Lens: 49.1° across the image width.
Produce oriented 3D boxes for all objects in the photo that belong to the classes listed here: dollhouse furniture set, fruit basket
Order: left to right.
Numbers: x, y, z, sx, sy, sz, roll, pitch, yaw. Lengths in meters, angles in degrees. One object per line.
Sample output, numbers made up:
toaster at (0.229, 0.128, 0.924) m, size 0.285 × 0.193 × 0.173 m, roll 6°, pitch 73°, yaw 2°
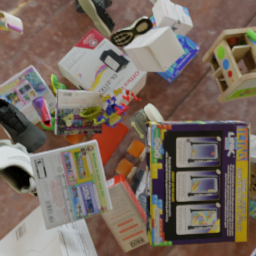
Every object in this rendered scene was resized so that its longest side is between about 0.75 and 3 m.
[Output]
fruit basket at (-2.642, -0.277, 10.341) m, size 0.959 × 0.959 × 0.691 m, roll -27°, pitch 79°, yaw -6°
dollhouse furniture set at (-1.121, 0.960, 9.764) m, size 2.931 × 1.510 × 2.899 m, roll 32°, pitch 80°, yaw 6°

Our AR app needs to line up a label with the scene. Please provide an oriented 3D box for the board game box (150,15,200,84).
board game box at (1.383, -3.171, 11.148) m, size 2.337 × 0.526 × 1.777 m, roll 40°, pitch 81°, yaw 8°

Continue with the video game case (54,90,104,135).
video game case at (-1.441, -0.455, 8.360) m, size 1.447 × 0.259 × 1.311 m, roll -2°, pitch 101°, yaw -30°

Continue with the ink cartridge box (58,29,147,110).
ink cartridge box at (-0.912, -2.046, 10.600) m, size 2.712 × 1.123 × 1.976 m, roll 40°, pitch 81°, yaw 8°

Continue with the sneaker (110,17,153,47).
sneaker at (0.090, -2.474, 7.213) m, size 1.183 × 0.524 × 0.455 m, roll -20°, pitch 118°, yaw 18°

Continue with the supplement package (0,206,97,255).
supplement package at (-2.140, 3.252, 7.113) m, size 2.237 × 1.240 × 1.742 m, roll -42°, pitch 50°, yaw 11°

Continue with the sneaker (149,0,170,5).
sneaker at (1.087, -4.436, 9.420) m, size 0.766 × 2.031 × 1.168 m, roll -43°, pitch 77°, yaw 19°

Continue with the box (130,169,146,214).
box at (1.022, 2.659, 9.894) m, size 2.163 × 0.538 × 1.705 m, roll 24°, pitch 78°, yaw 5°

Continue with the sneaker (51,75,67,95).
sneaker at (-2.663, -1.542, 10.910) m, size 0.493 × 0.437 × 1.179 m, roll -24°, pitch 81°, yaw -21°

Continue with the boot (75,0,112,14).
boot at (-1.591, -5.864, 11.726) m, size 1.561 × 0.622 × 1.894 m, roll -11°, pitch 74°, yaw -4°

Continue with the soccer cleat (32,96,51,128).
soccer cleat at (-2.624, -0.485, 8.681) m, size 0.439 × 1.286 × 0.471 m, roll -29°, pitch 67°, yaw -20°

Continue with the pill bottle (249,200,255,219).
pill bottle at (4.521, 2.645, 9.673) m, size 1.777 × 0.984 × 0.984 m, roll 28°, pitch 79°, yaw 6°

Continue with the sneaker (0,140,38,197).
sneaker at (-2.314, 1.377, 7.202) m, size 2.590 × 1.146 × 0.960 m, roll 32°, pitch 107°, yaw -32°

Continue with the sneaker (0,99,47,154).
sneaker at (-3.157, -0.071, 7.831) m, size 2.283 × 1.036 × 0.867 m, roll 32°, pitch 70°, yaw 36°

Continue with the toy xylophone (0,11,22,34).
toy xylophone at (-3.989, -3.150, 8.090) m, size 1.769 × 1.295 × 0.444 m, roll 16°, pitch 97°, yaw 30°

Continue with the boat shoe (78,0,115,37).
boat shoe at (-0.971, -3.828, 8.999) m, size 0.605 × 1.824 × 0.682 m, roll -51°, pitch 39°, yaw -12°

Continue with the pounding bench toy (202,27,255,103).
pounding bench toy at (3.273, -1.998, 7.616) m, size 1.360 × 2.189 × 1.708 m, roll -11°, pitch 72°, yaw -15°

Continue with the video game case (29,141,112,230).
video game case at (-1.239, 1.230, 6.163) m, size 1.478 × 0.179 × 1.624 m, roll -13°, pitch 90°, yaw -15°

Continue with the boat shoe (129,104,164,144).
boat shoe at (1.001, 0.674, 7.943) m, size 0.814 × 0.973 × 2.723 m, roll -31°, pitch 91°, yaw 19°

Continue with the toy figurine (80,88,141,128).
toy figurine at (-0.485, -0.294, 8.362) m, size 1.791 × 1.073 × 0.945 m, roll -34°, pitch 52°, yaw -30°

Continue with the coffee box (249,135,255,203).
coffee box at (3.591, 1.147, 7.687) m, size 1.084 × 2.715 × 1.535 m, roll -26°, pitch 110°, yaw -23°

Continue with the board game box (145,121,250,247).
board game box at (1.660, 1.290, 6.876) m, size 2.400 × 0.823 × 2.904 m, roll 0°, pitch 93°, yaw -6°

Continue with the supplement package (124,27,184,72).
supplement package at (0.718, -2.222, 8.067) m, size 0.876 × 1.462 × 0.887 m, roll -44°, pitch 117°, yaw -12°

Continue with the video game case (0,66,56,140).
video game case at (-4.097, -1.010, 10.829) m, size 2.255 × 0.267 × 2.052 m, roll -36°, pitch 80°, yaw -6°

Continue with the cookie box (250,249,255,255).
cookie box at (4.518, 4.628, 9.604) m, size 0.685 × 0.301 × 0.801 m, roll 43°, pitch 81°, yaw 8°

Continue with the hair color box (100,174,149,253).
hair color box at (-0.146, 2.436, 7.997) m, size 1.022 × 0.617 × 2.014 m, roll -27°, pitch 102°, yaw 6°

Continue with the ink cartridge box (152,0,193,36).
ink cartridge box at (1.282, -3.197, 8.110) m, size 1.031 × 0.443 × 0.755 m, roll 5°, pitch 61°, yaw -29°
